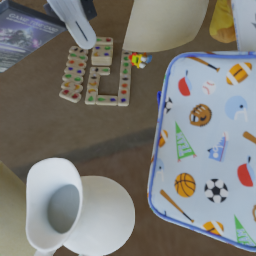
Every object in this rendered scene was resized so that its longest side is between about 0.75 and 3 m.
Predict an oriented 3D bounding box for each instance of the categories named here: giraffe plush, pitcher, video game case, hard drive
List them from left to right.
[{"bbox_3d":[-2.658,-1.810,5.975,2.272,1.623,0.216,-24,85,25],"label":"video game case"},{"bbox_3d":[-1.681,-3.440,8.182,1.372,0.925,0.290,-27,40,-9],"label":"hard drive"},{"bbox_3d":[-0.421,0.934,2.556,0.752,1.241,1.065,2,70,22],"label":"pitcher"},{"bbox_3d":[2.907,-3.217,6.368,2.457,2.848,2.309,-16,15,21],"label":"giraffe plush"},{"bbox_3d":[2.664,-1.709,4.303,1.949,0.214,1.776,-9,92,9],"label":"video game case"}]

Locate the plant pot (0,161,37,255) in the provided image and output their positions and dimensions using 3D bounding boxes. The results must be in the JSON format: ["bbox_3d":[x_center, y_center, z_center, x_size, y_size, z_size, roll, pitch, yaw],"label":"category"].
[{"bbox_3d":[-1.400,0.851,2.754,1.175,1.101,1.101,39,51,-22],"label":"plant pot"}]

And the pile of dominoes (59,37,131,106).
[{"bbox_3d":[-0.983,-1.855,8.758,2.123,0.434,2.724,2,52,1],"label":"pile of dominoes"}]

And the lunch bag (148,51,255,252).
[{"bbox_3d":[1.228,0.165,3.723,1.958,0.923,2.444,11,92,38],"label":"lunch bag"}]

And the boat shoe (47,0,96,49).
[{"bbox_3d":[-1.418,-2.762,6.550,0.707,1.962,0.696,-29,28,-9],"label":"boat shoe"}]

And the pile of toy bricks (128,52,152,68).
[{"bbox_3d":[0.358,-2.241,7.213,0.608,1.232,0.684,26,37,16],"label":"pile of toy bricks"}]

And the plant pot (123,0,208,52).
[{"bbox_3d":[0.797,-2.414,5.677,1.358,2.024,2.024,16,53,-5],"label":"plant pot"}]
